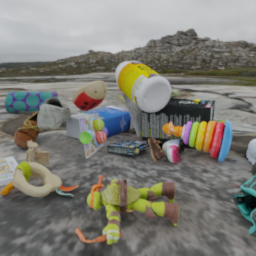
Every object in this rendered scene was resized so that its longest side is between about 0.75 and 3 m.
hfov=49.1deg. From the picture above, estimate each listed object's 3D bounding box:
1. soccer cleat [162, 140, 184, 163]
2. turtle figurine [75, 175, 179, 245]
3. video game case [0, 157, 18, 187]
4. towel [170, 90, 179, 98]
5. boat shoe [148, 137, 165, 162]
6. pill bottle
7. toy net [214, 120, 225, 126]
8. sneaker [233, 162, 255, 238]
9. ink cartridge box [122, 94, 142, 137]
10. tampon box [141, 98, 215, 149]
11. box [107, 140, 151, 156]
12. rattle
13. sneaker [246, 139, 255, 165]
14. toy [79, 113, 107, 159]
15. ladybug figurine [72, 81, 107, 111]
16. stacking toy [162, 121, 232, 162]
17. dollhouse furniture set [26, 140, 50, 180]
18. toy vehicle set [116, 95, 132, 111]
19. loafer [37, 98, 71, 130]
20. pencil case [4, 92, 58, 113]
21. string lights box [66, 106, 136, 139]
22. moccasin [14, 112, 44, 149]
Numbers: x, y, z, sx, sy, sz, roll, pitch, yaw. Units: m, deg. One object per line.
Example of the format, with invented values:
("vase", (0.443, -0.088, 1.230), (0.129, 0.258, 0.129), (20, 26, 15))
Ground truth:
("soccer cleat", (1.357, 0.763, 8.995), (0.712, 0.576, 1.649), (-5, 7, 20))
("turtle figurine", (-0.006, 1.423, 5.770), (1.946, 0.777, 2.413), (0, 14, 0))
("video game case", (-3.916, 1.255, 7.571), (1.867, 0.214, 1.699), (-9, 16, -32))
("towel", (1.242, -1.424, 11.530), (1.609, 0.294, 1.194), (4, 7, 16))
("boat shoe", (0.916, 0.614, 8.736), (0.410, 0.410, 1.165), (-37, 28, 15))
("pill bottle", (0.414, -1.590, 10.054), (1.295, 1.295, 2.370), (-7, 32, -26))
("toy net", (3.301, -0.049, 12.385), (2.146, 0.414, 1.126), (-14, 23, -38))
("sneaker", (2.804, 1.317, 5.747), (1.311, 1.115, 2.875), (-1, 13, 11))
("ink cartridge box", (0.325, -0.612, 11.613), (0.625, 1.782, 2.192), (-19, 4, 30))
("tampon box", (1.946, -0.264, 10.774), (2.480, 1.565, 1.858), (5, 15, 20))
("box", (0.023, 0.650, 9.510), (1.191, 0.274, 0.947), (2, 12, 39))
("rattle", (-2.088, 1.514, 6.636), (1.483, 1.059, 0.966), (26, 10, -29))
("sneaker", (4.181, 0.671, 8.030), (1.085, 1.143, 2.840), (0, 13, 7))
("toy", (-1.007, 0.157, 9.223), (0.504, 1.229, 2.134), (-9, 6, 13))
("ladybug figurine", (-1.392, -1.109, 10.299), (1.198, 0.635, 1.765), (-12, -14, -35))
("stacking toy", (2.153, 0.231, 8.984), (2.147, 1.246, 1.178), (11, 10, 17))
("dollhouse furniture set", (-2.401, 0.825, 7.585), (0.641, 0.750, 1.448), (3, 9, -22))
("toy vehicle set", (-0.080, -1.118, 12.483), (0.940, 0.125, 0.584), (41, 19, 11))
("loafer", (-2.573, -0.639, 10.022), (0.924, 0.922, 2.642), (4, 13, -5))
("pencil case", (-5.533, -1.480, 16.188), (2.861, 1.217, 1.322), (0, -13, -2))
("string lights box", (-1.054, -0.250, 12.002), (1.506, 0.864, 2.931), (13, 19, 32))
("moccasin", (-3.575, 0.024, 10.455), (0.796, 0.841, 2.177), (33, 27, -7))
